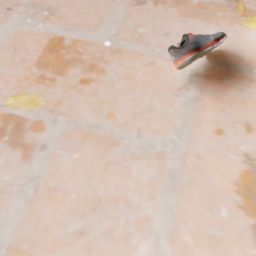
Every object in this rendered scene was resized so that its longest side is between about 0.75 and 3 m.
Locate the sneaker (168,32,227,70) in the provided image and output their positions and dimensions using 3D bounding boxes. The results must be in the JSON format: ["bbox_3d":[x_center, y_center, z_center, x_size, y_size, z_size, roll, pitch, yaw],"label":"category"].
[{"bbox_3d":[2.334,-2.876,9.394,2.404,0.926,0.984,-33,89,-25],"label":"sneaker"}]

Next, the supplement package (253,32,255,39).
[{"bbox_3d":[5.671,-3.126,9.680,1.485,1.057,1.906,-19,62,-10],"label":"supplement package"}]
